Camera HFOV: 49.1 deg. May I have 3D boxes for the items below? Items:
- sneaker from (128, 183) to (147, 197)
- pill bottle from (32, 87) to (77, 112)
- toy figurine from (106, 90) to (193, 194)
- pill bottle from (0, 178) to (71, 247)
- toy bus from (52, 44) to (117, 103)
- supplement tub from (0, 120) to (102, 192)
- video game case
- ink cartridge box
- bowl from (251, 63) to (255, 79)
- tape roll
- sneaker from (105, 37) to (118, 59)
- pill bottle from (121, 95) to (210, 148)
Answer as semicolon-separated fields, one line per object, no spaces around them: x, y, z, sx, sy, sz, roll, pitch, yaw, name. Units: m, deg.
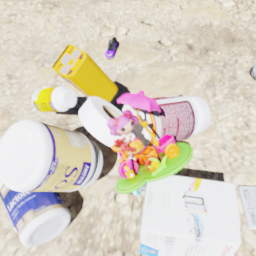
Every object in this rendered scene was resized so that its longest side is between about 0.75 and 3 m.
0.221;1.676;8.205;0.511;0.435;1.121;-5;3;22;sneaker
-2.343;-0.900;8.941;1.449;0.792;0.792;1;45;37;pill bottle
0.198;0.163;6.415;2.075;1.910;1.558;-31;17;-13;toy figurine
-2.689;1.876;7.682;1.362;1.362;2.354;-30;56;-22;pill bottle
-1.065;-1.316;7.839;0.970;2.477;0.806;32;87;27;toy bus
-1.829;0.776;6.961;1.619;2.227;1.619;-7;75;30;supplement tub
4.217;2.309;8.103;1.771;0.160;1.268;1;51;1;video game case
1.477;2.318;7.096;2.199;1.619;1.591;7;47;7;ink cartridge box
5.400;-2.289;11.489;1.013;0.476;1.013;10;73;-35;bowl
-0.519;-0.141;7.161;0.524;1.499;1.499;-49;56;17;tape roll
-0.769;-3.642;12.592;0.432;0.618;1.242;11;51;8;sneaker
1.214;-0.243;8.809;2.615;1.493;1.493;-10;50;-30;pill bottle
